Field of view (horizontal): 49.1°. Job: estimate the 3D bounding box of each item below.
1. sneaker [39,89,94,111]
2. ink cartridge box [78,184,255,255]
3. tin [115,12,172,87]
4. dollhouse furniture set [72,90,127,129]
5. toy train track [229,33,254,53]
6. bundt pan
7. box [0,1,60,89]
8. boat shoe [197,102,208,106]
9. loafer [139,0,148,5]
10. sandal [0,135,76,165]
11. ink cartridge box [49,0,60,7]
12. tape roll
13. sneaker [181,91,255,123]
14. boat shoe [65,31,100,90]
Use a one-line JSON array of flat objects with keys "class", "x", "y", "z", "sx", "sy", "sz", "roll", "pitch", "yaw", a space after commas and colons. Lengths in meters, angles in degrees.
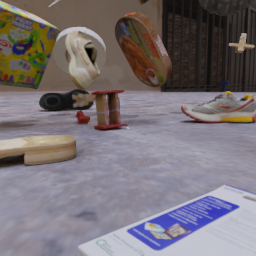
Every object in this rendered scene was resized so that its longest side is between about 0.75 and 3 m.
[{"class": "sneaker", "x": -2.873, "y": -1.272, "z": 13.003, "sx": 2.571, "sy": 0.976, "sz": 1.167, "roll": -2, "pitch": 1, "yaw": -29}, {"class": "ink cartridge box", "x": 0.534, "y": 0.777, "z": 1.829, "sx": 1.556, "sy": 0.305, "sz": 0.774, "roll": -9, "pitch": 12, "yaw": -37}, {"class": "tin", "x": 0.495, "y": -2.307, "z": 8.431, "sx": 1.311, "sy": 2.341, "sz": 0.490, "roll": 7, "pitch": 45, "yaw": 49}, {"class": "dollhouse furniture set", "x": -0.869, "y": -0.517, "z": 8.057, "sx": 0.759, "sy": 1.004, "sz": 1.866, "roll": -6, "pitch": 5, "yaw": -34}, {"class": "toy train track", "x": 3.551, "y": -2.609, "z": 8.751, "sx": 0.722, "sy": 0.205, "sz": 1.258, "roll": 12, "pitch": 44, "yaw": 19}, {"class": "bundt pan", "x": 2.234, "y": -3.290, "z": 6.311, "sx": 1.385, "sy": 1.385, "sz": 0.520, "roll": 2, "pitch": -9, "yaw": 11}, {"class": "box", "x": -3.214, "y": -2.231, "z": 7.549, "sx": 1.208, "sy": 1.907, "sz": 1.980, "roll": 35, "pitch": 17, "yaw": 24}, {"class": "boat shoe", "x": 3.281, "y": -0.876, "z": 11.830, "sx": 1.302, "sy": 0.445, "sz": 0.481, "roll": -8, "pitch": 12, "yaw": -42}, {"class": "loafer", "x": 0.389, "y": -4.389, "z": 8.696, "sx": 0.484, "sy": 0.481, "sz": 1.330, "roll": 39, "pitch": 2, "yaw": 30}, {"class": "sandal", "x": -2.279, "y": 0.059, "z": 4.025, "sx": 3.103, "sy": 1.021, "sz": 1.138, "roll": -5, "pitch": 10, "yaw": -29}, {"class": "ink cartridge box", "x": -1.294, "y": -3.971, "z": 7.014, "sx": 2.049, "sy": 0.690, "sz": 1.200, "roll": -14, "pitch": 36, "yaw": 36}, {"class": "tape roll", "x": -1.817, "y": -2.822, "z": 10.584, "sx": 2.004, "sy": 2.004, "sz": 0.366, "roll": -1, "pitch": 49, "yaw": -4}, {"class": "sneaker", "x": 2.860, "y": -0.677, "z": 8.904, "sx": 2.354, "sy": 0.967, "sz": 0.916, "roll": -1, "pitch": 9, "yaw": -1}, {"class": "boat shoe", "x": -0.721, "y": -1.234, "z": 4.698, "sx": 0.461, "sy": 0.512, "sz": 1.418, "roll": -28, "pitch": 45, "yaw": 17}]
